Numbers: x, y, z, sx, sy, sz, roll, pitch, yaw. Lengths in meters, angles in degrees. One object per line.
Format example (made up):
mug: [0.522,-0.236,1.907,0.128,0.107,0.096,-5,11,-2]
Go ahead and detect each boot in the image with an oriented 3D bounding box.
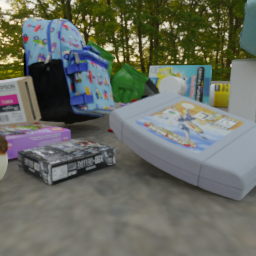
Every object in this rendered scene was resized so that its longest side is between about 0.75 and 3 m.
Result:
boot: [0.839,-0.908,11.024,1.311,2.007,0.679,-40,-23,11]

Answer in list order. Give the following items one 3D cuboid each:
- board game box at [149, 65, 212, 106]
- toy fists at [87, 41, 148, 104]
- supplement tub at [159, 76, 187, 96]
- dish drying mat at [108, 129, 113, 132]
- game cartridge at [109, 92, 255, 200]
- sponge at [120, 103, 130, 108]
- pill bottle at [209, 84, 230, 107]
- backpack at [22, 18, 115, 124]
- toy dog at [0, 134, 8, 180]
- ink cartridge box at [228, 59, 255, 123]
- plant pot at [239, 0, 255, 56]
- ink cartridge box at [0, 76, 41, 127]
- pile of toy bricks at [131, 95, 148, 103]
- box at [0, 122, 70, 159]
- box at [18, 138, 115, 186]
board game box: [2.058,-1.578,11.435,2.503,1.890,0.587,3,-13,18]
toy fists: [-0.678,-1.839,10.284,2.856,1.456,0.982,28,19,-19]
supplement tub: [1.626,-1.446,10.080,0.780,0.780,1.182,5,9,24]
dish drying mat: [-0.115,0.024,8.409,0.965,0.088,0.371,-11,11,-37]
game cartridge: [1.068,0.110,5.018,1.877,0.585,2.819,-20,35,-40]
sponge: [0.011,-1.123,13.756,0.568,0.152,1.019,2,12,14]
pill bottle: [4.577,-1.589,13.665,1.931,1.086,1.086,3,12,15]
backpack: [-1.734,-1.713,8.137,2.005,2.980,2.720,-10,-5,14]
toy dog: [-2.342,0.507,3.488,1.696,1.220,1.749,17,16,19]
ink cartridge box: [4.162,-1.281,9.651,1.206,2.122,2.912,5,13,22]
plant pot: [4.177,-2.844,7.709,1.959,1.918,1.923,8,31,19]
ink cartridge box: [-2.442,-0.503,5.678,1.096,0.903,0.412,-7,18,9]
pile of toy bricks: [0.871,-0.613,9.994,1.636,0.908,0.808,-4,-17,7]
box: [-2.662,0.262,6.154,1.567,0.448,2.291,11,13,40]
box: [-1.118,0.554,5.184,1.119,0.353,1.420,11,16,42]
